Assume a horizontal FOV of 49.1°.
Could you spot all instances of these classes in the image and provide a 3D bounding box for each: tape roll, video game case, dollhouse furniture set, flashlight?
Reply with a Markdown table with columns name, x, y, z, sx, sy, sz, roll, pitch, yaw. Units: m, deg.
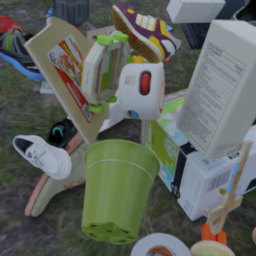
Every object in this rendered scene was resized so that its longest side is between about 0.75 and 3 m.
| name | x | y | z | sx | sy | sz | roll | pitch | yaw |
| --- | --- | --- | --- | --- | --- | --- | --- | --- | --- |
| tape roll | 0.732 | 3.054 | 6.212 | 1.377 | 0.455 | 1.377 | -1 | 32 | 1 |
| video game case | -2.482 | -1.570 | 9.461 | 0.842 | 0.102 | 0.925 | 6 | 73 | 13 |
| dollhouse furniture set | -0.766 | -2.863 | 12.056 | 1.630 | 1.639 | 2.326 | -19 | 77 | -18 |
| flashlight | -1.418 | -2.305 | 7.776 | 0.984 | 2.897 | 0.981 | 36 | 57 | 16 |

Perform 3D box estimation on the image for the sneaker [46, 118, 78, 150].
| name | x | y | z | sx | sy | sz | roll | pitch | yaw |
| --- | --- | --- | --- | --- | --- | --- | --- | --- | --- |
| sneaker | -1.952 | 0.129 | 9.089 | 0.904 | 0.951 | 2.399 | 8 | 43 | 10 |

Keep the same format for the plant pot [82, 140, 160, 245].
| name | x | y | z | sx | sy | sz | roll | pitch | yaw |
| --- | --- | --- | --- | --- | --- | --- | --- | --- | --- |
| plant pot | -0.165 | 0.963 | 3.941 | 1.176 | 1.176 | 1.117 | 5 | 50 | 5 |

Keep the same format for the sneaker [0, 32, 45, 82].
| name | x | y | z | sx | sy | sz | roll | pitch | yaw |
| --- | --- | --- | --- | --- | --- | --- | --- | --- | --- |
| sneaker | -3.128 | -2.306 | 7.933 | 2.502 | 0.887 | 1.037 | 36 | 96 | 6 |

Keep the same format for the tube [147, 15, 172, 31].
| name | x | y | z | sx | sy | sz | roll | pitch | yaw |
| --- | --- | --- | --- | --- | --- | --- | --- | --- | --- |
| tube | 1.657 | -5.758 | 15.568 | 0.628 | 0.409 | 1.622 | -39 | 61 | -22 |

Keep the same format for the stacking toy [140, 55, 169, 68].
| name | x | y | z | sx | sy | sz | roll | pitch | yaw |
| --- | --- | --- | --- | --- | --- | --- | --- | --- | --- |
| stacking toy | 1.191 | -3.414 | 12.958 | 1.447 | 0.611 | 1.310 | 10 | 45 | 10 |

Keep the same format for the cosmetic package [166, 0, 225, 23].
| name | x | y | z | sx | sy | sz | roll | pitch | yaw |
| --- | --- | --- | --- | --- | --- | --- | --- | --- | --- |
| cosmetic package | 1.898 | -3.432 | 7.899 | 1.393 | 0.749 | 0.591 | -7 | 66 | -21 |

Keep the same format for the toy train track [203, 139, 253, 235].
| name | x | y | z | sx | sy | sz | roll | pitch | yaw |
| --- | --- | --- | --- | --- | --- | --- | --- | --- | --- |
| toy train track | 1.541 | 0.926 | 4.415 | 0.957 | 1.669 | 0.272 | -8 | 28 | -40 |

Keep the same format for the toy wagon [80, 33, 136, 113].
| name | x | y | z | sx | sy | sz | roll | pitch | yaw |
| --- | --- | --- | --- | --- | --- | --- | --- | --- | --- |
| toy wagon | -0.368 | -1.282 | 6.233 | 0.399 | 1.565 | 2.017 | 20 | 28 | 16 |

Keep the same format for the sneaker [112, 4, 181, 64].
| name | x | y | z | sx | sy | sz | roll | pitch | yaw |
| --- | --- | --- | --- | --- | --- | --- | --- | --- | --- |
| sneaker | 0.547 | -3.234 | 9.233 | 1.199 | 0.997 | 2.661 | -34 | 73 | -15 |

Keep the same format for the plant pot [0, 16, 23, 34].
| name | x | y | z | sx | sy | sz | roll | pitch | yaw |
| --- | --- | --- | --- | --- | --- | --- | --- | --- | --- |
| plant pot | -5.991 | -4.860 | 14.088 | 1.089 | 1.195 | 1.195 | 29 | 51 | 16 |

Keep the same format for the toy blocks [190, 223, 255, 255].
| name | x | y | z | sx | sy | sz | roll | pitch | yaw |
| --- | --- | --- | --- | --- | --- | --- | --- | --- | --- |
| toy blocks | 2.624 | 2.762 | 6.304 | 2.314 | 1.008 | 2.777 | 5 | 28 | 19 |

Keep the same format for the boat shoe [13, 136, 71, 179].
| name | x | y | z | sx | sy | sz | roll | pitch | yaw |
| --- | --- | --- | --- | --- | --- | --- | --- | --- | --- |
| boat shoe | -2.054 | 0.607 | 6.492 | 0.666 | 0.700 | 1.945 | 13 | 14 | -48 |

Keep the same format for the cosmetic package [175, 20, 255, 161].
| name | x | y | z | sx | sy | sz | roll | pitch | yaw |
| --- | --- | --- | --- | --- | --- | --- | --- | --- | --- |
| cosmetic package | 1.847 | -0.663 | 5.326 | 0.841 | 2.367 | 1.245 | -10 | 44 | -27 |

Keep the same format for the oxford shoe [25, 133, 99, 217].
| name | x | y | z | sx | sy | sz | roll | pitch | yaw |
| --- | --- | --- | --- | --- | --- | --- | --- | --- | --- |
| oxford shoe | -1.684 | 1.323 | 7.831 | 1.066 | 1.022 | 2.888 | 37 | 63 | -3 |

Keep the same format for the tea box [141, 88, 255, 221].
| name | x | y | z | sx | sy | sz | roll | pitch | yaw |
| --- | --- | --- | --- | --- | --- | --- | --- | --- | --- |
| tea box | 2.308 | 0.407 | 8.012 | 2.989 | 1.997 | 2.940 | -20 | 47 | -19 |

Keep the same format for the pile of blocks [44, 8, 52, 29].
| name | x | y | z | sx | sy | sz | roll | pitch | yaw |
| --- | --- | --- | --- | --- | --- | --- | --- | --- | --- |
| pile of blocks | -2.042 | -3.470 | 8.201 | 1.562 | 0.641 | 0.485 | -49 | 46 | 10 |

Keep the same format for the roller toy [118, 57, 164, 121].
| name | x | y | z | sx | sy | sz | roll | pitch | yaw |
| --- | --- | --- | --- | --- | --- | --- | --- | --- | --- |
| roller toy | 0.257 | -0.734 | 5.639 | 0.851 | 1.219 | 1.112 | 4 | 30 | 13 |

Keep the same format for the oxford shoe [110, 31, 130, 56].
| name | x | y | z | sx | sy | sz | roll | pitch | yaw |
| --- | --- | --- | --- | --- | --- | --- | --- | --- | --- |
| oxford shoe | -0.227 | -2.295 | 9.236 | 0.716 | 1.904 | 0.550 | -32 | 43 | -8 |

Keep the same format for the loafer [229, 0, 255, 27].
| name | x | y | z | sx | sy | sz | roll | pitch | yaw |
| --- | --- | --- | --- | --- | --- | --- | --- | --- | --- |
| loafer | 3.793 | -3.242 | 7.876 | 2.438 | 0.849 | 0.917 | -36 | 69 | -9 |

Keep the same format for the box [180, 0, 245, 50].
| name | x | y | z | sx | sy | sz | roll | pitch | yaw |
| --- | --- | --- | --- | --- | --- | --- | --- | --- | --- |
| box | 2.896 | -3.767 | 9.725 | 1.224 | 1.697 | 2.287 | -31 | 21 | -6 |

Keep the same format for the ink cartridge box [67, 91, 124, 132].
| name | x | y | z | sx | sy | sz | roll | pitch | yaw |
| --- | --- | --- | --- | --- | --- | --- | --- | --- | --- |
| ink cartridge box | -0.781 | -0.837 | 9.712 | 1.442 | 0.829 | 2.463 | 25 | 34 | 23 |

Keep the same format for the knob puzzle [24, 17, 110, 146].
| name | x | y | z | sx | sy | sz | roll | pitch | yaw |
| --- | --- | --- | --- | --- | --- | --- | --- | --- | --- |
| knob puzzle | -1.200 | -1.246 | 6.561 | 0.409 | 2.953 | 2.953 | -18 | 40 | 21 |
